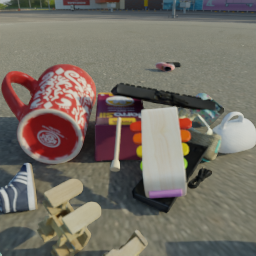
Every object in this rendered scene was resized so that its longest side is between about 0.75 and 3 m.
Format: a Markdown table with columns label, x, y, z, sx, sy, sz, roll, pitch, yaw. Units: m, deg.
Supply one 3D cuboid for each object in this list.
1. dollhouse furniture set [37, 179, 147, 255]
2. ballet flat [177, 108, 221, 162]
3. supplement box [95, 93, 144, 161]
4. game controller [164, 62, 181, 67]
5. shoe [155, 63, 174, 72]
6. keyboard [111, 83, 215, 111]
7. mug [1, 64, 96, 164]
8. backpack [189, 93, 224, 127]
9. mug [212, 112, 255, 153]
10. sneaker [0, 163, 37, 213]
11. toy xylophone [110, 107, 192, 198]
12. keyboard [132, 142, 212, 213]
| label | x | y | z | sx | sy | sz | roll | pitch | yaw |
| --- | --- | --- | --- | --- | --- | --- | --- | --- | --- |
| dollhouse furniture set | -0.573 | 1.541 | 4.190 | 0.932 | 1.230 | 1.403 | -24 | 61 | -39 |
| ballet flat | 1.568 | -0.011 | 7.645 | 0.852 | 0.946 | 2.511 | 19 | 11 | -36 |
| supplement box | -0.224 | -0.128 | 7.795 | 1.320 | 1.025 | 2.393 | 0 | 26 | -4 |
| game controller | 2.532 | -3.666 | 16.302 | 1.042 | 0.220 | 0.544 | 0 | 40 | 2 |
| shoe | 1.959 | -3.330 | 15.323 | 1.060 | 0.379 | 0.482 | 13 | 25 | 19 |
| keyboard | 0.948 | -0.805 | 7.363 | 2.648 | 0.340 | 1.590 | 8 | 3 | -12 |
| mug | -2.174 | -0.424 | 7.665 | 2.494 | 1.875 | 2.810 | -1 | 30 | -4 |
| backpack | 2.364 | -0.575 | 8.730 | 0.717 | 0.846 | 0.953 | -38 | 79 | -26 |
| mug | 2.644 | 0.114 | 7.211 | 0.993 | 1.132 | 0.836 | -12 | 31 | -19 |
| sneaker | -2.299 | 1.194 | 5.705 | 0.737 | 0.476 | 1.359 | -8 | 29 | -20 |
| toy xylophone | 0.498 | 0.359 | 5.777 | 1.578 | 0.541 | 2.155 | 2 | 53 | 12 |
| keyboard | 1.100 | 0.981 | 6.001 | 1.217 | 0.260 | 2.027 | 13 | 40 | 33 |
